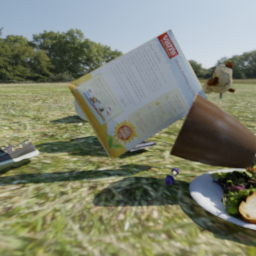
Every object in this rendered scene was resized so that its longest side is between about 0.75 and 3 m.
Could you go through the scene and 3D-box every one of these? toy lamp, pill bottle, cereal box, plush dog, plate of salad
[{"bbox_3d":[1.032,1.148,6.583,0.226,0.226,0.776,5,13,22],"label":"toy lamp"},{"bbox_3d":[-1.460,-1.399,15.011,1.607,1.607,2.896,5,14,23],"label":"pill bottle"},{"bbox_3d":[0.297,-0.846,7.044,2.930,2.108,0.579,-30,7,-9],"label":"cereal box"},{"bbox_3d":[2.506,-1.290,7.481,0.795,0.991,0.851,39,-3,25],"label":"plush dog"},{"bbox_3d":[2.587,1.176,5.419,2.741,0.658,2.741,-1,12,0],"label":"plate of salad"}]

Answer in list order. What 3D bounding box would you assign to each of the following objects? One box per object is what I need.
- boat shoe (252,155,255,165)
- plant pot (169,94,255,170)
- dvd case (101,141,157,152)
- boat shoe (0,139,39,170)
[{"bbox_3d":[3.516,0.868,7.345,0.464,0.388,1.298,-5,-2,-4],"label":"boat shoe"},{"bbox_3d":[1.925,0.246,6.148,1.596,1.491,1.491,25,17,9],"label":"plant pot"},{"bbox_3d":[0.007,0.555,9.161,1.125,0.121,1.513,-9,9,-39],"label":"dvd case"},{"bbox_3d":[-3.091,0.701,7.193,0.671,0.567,1.882,-25,-1,20],"label":"boat shoe"}]
